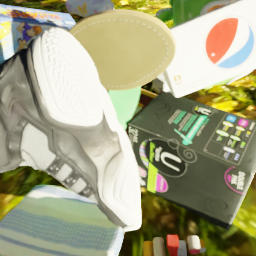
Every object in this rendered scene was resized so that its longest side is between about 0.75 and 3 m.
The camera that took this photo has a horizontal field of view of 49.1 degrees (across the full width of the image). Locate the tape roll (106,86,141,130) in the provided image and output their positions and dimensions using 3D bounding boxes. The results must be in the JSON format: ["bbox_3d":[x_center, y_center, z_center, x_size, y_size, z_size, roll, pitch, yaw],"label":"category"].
[{"bbox_3d":[-1.067,-0.445,5.794,2.860,0.687,2.860,-27,43,29],"label":"tape roll"}]

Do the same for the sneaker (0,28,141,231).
[{"bbox_3d":[-0.660,0.268,2.674,1.240,2.180,0.823,-16,33,10],"label":"sneaker"}]

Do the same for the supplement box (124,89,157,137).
[{"bbox_3d":[-0.330,-0.117,6.334,1.653,1.113,1.676,24,46,26],"label":"supplement box"}]

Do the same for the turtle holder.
[{"bbox_3d":[1.895,-1.820,5.382,1.855,1.985,2.613,-12,-3,31],"label":"turtle holder"}]

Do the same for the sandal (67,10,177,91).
[{"bbox_3d":[-0.368,-0.843,3.225,2.270,0.832,0.747,-16,35,43],"label":"sandal"}]

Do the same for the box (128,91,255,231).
[{"bbox_3d":[1.214,0.524,5.232,2.132,1.584,1.325,23,46,24],"label":"box"}]

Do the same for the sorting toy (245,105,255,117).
[{"bbox_3d":[3.990,-0.201,7.085,1.964,0.267,1.106,22,45,24],"label":"sorting toy"}]

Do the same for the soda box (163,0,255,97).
[{"bbox_3d":[1.478,-1.171,3.385,2.301,0.784,0.732,-21,15,7],"label":"soda box"}]

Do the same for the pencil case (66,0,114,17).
[{"bbox_3d":[-1.722,-5.468,12.666,2.265,0.941,1.027,23,43,25],"label":"pencil case"}]

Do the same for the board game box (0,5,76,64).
[{"bbox_3d":[-1.741,-0.822,4.307,1.394,2.059,0.355,-11,55,-40],"label":"board game box"}]

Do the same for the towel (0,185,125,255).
[{"bbox_3d":[-1.150,1.729,4.111,2.032,0.329,2.766,8,20,10],"label":"towel"}]

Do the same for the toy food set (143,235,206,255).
[{"bbox_3d":[0.752,1.988,4.419,1.002,0.478,0.451,0,51,0],"label":"toy food set"}]

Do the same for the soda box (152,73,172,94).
[{"bbox_3d":[1.560,-1.485,8.370,1.672,0.532,0.569,-22,46,-24],"label":"soda box"}]
